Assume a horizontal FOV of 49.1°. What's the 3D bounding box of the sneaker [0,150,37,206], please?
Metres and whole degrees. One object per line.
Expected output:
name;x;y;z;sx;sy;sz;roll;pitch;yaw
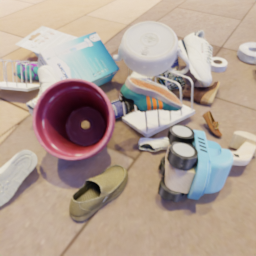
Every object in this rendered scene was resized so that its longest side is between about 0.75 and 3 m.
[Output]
sneaker;-3.364;1.436;7.681;2.045;0.781;0.823;-44;19;-23

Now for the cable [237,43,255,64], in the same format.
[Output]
cable;5.879;-3.497;13.123;1.416;0.490;1.416;4;43;4

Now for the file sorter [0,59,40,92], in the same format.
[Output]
file sorter;-4.386;-2.059;10.815;1.705;1.062;1.183;6;16;8

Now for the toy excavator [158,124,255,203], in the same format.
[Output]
toy excavator;2.420;0.881;7.789;2.941;1.469;2.859;12;30;2

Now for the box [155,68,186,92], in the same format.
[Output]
box;1.708;-1.910;11.212;1.037;0.239;0.825;-24;81;-29

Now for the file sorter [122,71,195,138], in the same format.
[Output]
file sorter;0.980;-0.906;9.521;2.123;1.322;1.473;-25;36;-24

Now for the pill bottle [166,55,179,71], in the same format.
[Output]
pill bottle;1.631;-3.111;11.798;0.913;1.578;0.913;-10;29;5

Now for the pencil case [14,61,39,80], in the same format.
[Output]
pencil case;-3.783;-2.414;11.689;1.762;0.814;0.750;0;53;-1

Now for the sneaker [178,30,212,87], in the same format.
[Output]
sneaker;2.833;-2.816;11.054;1.120;1.063;2.781;-27;52;21

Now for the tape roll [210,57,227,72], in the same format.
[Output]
tape roll;3.985;-2.826;12.541;0.847;0.296;0.847;0;42;0

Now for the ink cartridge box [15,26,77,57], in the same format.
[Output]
ink cartridge box;-3.437;-3.727;13.101;2.679;0.764;2.178;18;46;15

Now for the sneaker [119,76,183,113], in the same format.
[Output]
sneaker;0.647;-0.800;8.106;1.975;0.789;0.705;19;35;-25

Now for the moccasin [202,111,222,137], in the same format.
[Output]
moccasin;2.879;-0.126;9.371;0.351;0.371;0.960;1;59;-47

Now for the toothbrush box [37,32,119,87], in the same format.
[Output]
toothbrush box;-1.924;-2.361;10.871;2.519;1.074;1.844;-32;87;-30

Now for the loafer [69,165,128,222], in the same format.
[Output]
loafer;-0.725;1.612;7.435;0.769;0.682;2.022;27;49;27

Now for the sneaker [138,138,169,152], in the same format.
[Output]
sneaker;0.893;0.578;8.770;1.193;0.436;0.422;-1;37;14

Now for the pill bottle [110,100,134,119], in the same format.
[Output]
pill bottle;-0.349;-0.687;9.987;1.088;0.609;0.609;-21;47;-21

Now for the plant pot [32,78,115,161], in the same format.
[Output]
plant pot;-1.388;-0.131;8.111;2.153;1.927;2.153;0;83;3

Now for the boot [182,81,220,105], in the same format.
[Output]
boot;2.876;-1.510;10.943;1.184;0.515;1.424;21;50;18

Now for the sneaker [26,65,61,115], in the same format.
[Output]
sneaker;-2.838;-1.118;9.367;1.311;0.836;2.269;-18;69;-37

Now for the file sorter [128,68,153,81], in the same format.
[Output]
file sorter;0.595;-2.476;11.782;0.912;0.818;1.314;13;45;14

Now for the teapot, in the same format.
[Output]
teapot;0.812;-2.659;10.284;2.175;1.609;2.203;-26;63;-11
